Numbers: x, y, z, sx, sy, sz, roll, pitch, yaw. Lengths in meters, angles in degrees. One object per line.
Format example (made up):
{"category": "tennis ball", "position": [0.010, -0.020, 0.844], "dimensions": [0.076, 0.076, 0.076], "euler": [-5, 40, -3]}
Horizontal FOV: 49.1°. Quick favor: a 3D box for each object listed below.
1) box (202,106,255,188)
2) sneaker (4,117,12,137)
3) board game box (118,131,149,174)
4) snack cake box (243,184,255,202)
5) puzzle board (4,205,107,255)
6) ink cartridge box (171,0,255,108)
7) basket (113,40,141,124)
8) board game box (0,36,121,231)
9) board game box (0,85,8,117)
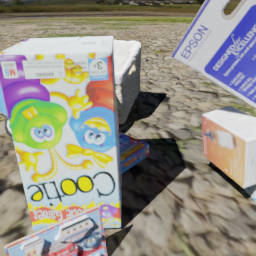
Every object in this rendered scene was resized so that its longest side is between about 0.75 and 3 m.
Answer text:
{"category": "box", "position": [2.046, 0.304, 5.290], "dimensions": [0.691, 0.989, 1.299], "euler": [-17, 27, -14]}
{"category": "sneaker", "position": [-2.649, -0.165, 7.300], "dimensions": [0.883, 1.055, 2.384], "euler": [-23, 33, -33]}
{"category": "board game box", "position": [-0.237, 0.542, 6.641], "dimensions": [1.070, 0.305, 1.093], "euler": [22, 34, 34]}
{"category": "snack cake box", "position": [3.024, 0.942, 5.643], "dimensions": [1.482, 0.498, 0.852], "euler": [-5, 25, -10]}
{"category": "puzzle board", "position": [-0.860, 1.665, 3.670], "dimensions": [1.253, 0.944, 0.109], "euler": [-17, 23, -30]}
{"category": "ink cartridge box", "position": [2.507, -1.466, 4.024], "dimensions": [2.775, 2.742, 0.652], "euler": [32, 46, -1]}
{"category": "basket", "position": [-0.822, -1.505, 8.719], "dimensions": [2.220, 1.786, 2.200], "euler": [7, 41, 16]}
{"category": "board game box", "position": [-0.903, 0.086, 4.630], "dimensions": [1.478, 2.870, 1.505], "euler": [-3, 25, -1]}
{"category": "board game box", "position": [-2.116, -0.961, 6.973], "dimensions": [2.770, 0.539, 2.189], "euler": [27, 67, 27]}
